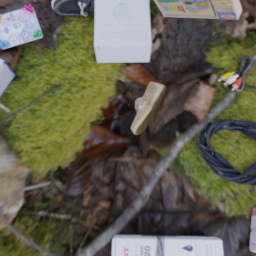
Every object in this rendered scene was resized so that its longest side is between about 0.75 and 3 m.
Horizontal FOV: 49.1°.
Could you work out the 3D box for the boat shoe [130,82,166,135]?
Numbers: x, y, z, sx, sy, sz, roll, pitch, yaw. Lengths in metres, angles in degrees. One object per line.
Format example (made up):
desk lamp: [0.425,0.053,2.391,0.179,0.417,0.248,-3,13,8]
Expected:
boat shoe: [0.502,-0.614,8.534,0.606,0.669,1.878,24,63,16]

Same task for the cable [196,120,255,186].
cable: [3.116,0.669,8.126,2.341,0.595,1.910,7,75,0]

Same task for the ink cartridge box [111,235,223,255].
ink cartridge box: [0.892,3.597,6.681,2.620,1.111,1.908,0,69,2]

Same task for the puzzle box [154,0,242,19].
puzzle box: [1.473,-3.167,6.642,2.146,1.428,0.273,20,81,39]

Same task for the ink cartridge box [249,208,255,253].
ink cartridge box: [3.525,2.649,7.187,0.471,0.808,1.110,14,70,4]

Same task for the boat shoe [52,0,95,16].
boat shoe: [-1.345,-4.299,9.761,2.526,0.933,0.762,-13,65,-14]

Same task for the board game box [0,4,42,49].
board game box: [-3.915,-3.586,9.845,1.465,0.190,1.465,-20,70,-7]

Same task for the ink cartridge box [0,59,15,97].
ink cartridge box: [-5.188,-1.687,8.708,2.562,0.978,1.748,25,72,7]

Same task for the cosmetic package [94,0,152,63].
cosmetic package: [-0.182,-3.154,9.193,1.773,1.094,1.779,-1,70,0]

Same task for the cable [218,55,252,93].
cable: [3.645,-1.753,9.042,0.783,0.406,1.613,41,75,15]
